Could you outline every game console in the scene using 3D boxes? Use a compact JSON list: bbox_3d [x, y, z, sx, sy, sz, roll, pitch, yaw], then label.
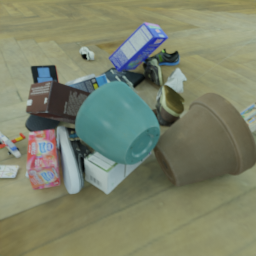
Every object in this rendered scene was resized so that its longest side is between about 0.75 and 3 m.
[{"bbox_3d":[-3.112,-1.881,10.508,1.046,0.925,0.162,1,27,14],"label":"game console"}]

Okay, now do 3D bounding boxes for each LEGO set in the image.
[{"bbox_3d":[-3.551,0.763,8.926,2.534,0.622,1.893,1,36,-4],"label":"LEGO set"}]

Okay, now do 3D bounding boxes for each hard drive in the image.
[{"bbox_3d":[-0.291,-2.464,13.786,1.902,0.313,1.327,18,38,24],"label":"hard drive"}]

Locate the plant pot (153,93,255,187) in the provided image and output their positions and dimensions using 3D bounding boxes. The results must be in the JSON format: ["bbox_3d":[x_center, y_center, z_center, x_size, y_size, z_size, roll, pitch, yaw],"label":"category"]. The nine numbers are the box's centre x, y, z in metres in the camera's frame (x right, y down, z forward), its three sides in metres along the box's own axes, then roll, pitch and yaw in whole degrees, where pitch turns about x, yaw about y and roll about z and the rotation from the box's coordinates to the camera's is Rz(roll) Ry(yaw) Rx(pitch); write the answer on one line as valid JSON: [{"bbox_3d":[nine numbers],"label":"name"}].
[{"bbox_3d":[1.947,0.533,8.045,2.184,2.504,2.504,-26,40,-8],"label":"plant pot"}]

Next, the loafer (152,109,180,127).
[{"bbox_3d":[1.100,-0.527,10.726,1.882,0.668,0.687,6,36,9],"label":"loafer"}]

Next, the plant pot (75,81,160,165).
[{"bbox_3d":[-0.127,0.026,7.378,1.974,1.974,1.584,-28,54,-33],"label":"plant pot"}]

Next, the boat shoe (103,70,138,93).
[{"bbox_3d":[-0.253,-1.622,11.364,0.783,0.948,2.533,-39,44,-7],"label":"boat shoe"}]

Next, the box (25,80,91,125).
[{"bbox_3d":[-1.700,-0.651,9.161,1.385,1.036,2.765,2,-7,45],"label":"box"}]

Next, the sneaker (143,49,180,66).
[{"bbox_3d":[1.741,-3.875,15.269,2.188,0.906,0.776,-5,33,-8],"label":"sneaker"}]

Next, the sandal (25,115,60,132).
[{"bbox_3d":[-2.914,-0.420,10.516,0.919,0.517,2.416,48,36,-7],"label":"sandal"}]

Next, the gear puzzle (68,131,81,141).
[{"bbox_3d":[-1.006,0.106,8.450,1.602,0.210,0.830,-4,21,21],"label":"gear puzzle"}]

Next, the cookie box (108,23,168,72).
[{"bbox_3d":[0.515,-3.814,13.375,0.896,2.385,2.040,53,28,3],"label":"cookie box"}]

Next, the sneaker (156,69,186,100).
[{"bbox_3d":[1.925,-1.666,12.020,0.873,1.757,0.684,38,-7,-9],"label":"sneaker"}]

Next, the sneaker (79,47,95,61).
[{"bbox_3d":[-2.522,-4.280,16.197,0.612,0.528,1.396,-26,42,-32],"label":"sneaker"}]

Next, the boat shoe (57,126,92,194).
[{"bbox_3d":[-1.581,0.857,8.616,0.948,1.001,2.863,-3,29,-19],"label":"boat shoe"}]

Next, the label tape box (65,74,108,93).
[{"bbox_3d":[-1.425,-1.318,10.809,1.821,1.305,0.602,-14,26,18],"label":"label tape box"}]

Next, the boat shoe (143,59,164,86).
[{"bbox_3d":[1.182,-2.647,13.644,0.830,0.903,2.526,-11,32,2],"label":"boat shoe"}]

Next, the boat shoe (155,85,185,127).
[{"bbox_3d":[1.406,-0.831,10.019,1.014,0.898,2.770,37,21,-1],"label":"boat shoe"}]

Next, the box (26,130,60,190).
[{"bbox_3d":[-2.493,0.896,8.305,0.793,0.860,1.676,-7,36,-11],"label":"box"}]

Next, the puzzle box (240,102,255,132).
[{"bbox_3d":[4.300,-0.327,9.842,1.716,0.218,1.141,-37,23,12],"label":"puzzle box"}]

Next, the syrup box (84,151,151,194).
[{"bbox_3d":[-0.221,0.857,8.534,0.893,0.924,2.269,26,42,28],"label":"syrup box"}]
